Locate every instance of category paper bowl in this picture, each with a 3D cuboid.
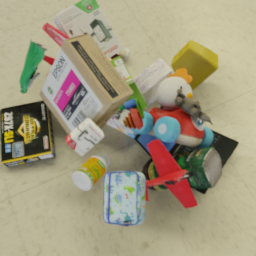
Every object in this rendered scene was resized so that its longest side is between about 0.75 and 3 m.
[{"bbox_3d":[0.783,-1.449,9.941,1.903,1.903,0.990,-42,91,-18],"label":"paper bowl"}]

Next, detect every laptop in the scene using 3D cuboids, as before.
[{"bbox_3d":[1.968,0.438,9.268,2.565,1.324,2.273,29,67,32],"label":"laptop"}]

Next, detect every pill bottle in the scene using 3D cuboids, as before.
[{"bbox_3d":[-1.127,1.346,8.964,0.709,0.709,1.277,30,41,14],"label":"pill bottle"}]

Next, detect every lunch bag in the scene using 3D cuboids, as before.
[{"bbox_3d":[-0.136,1.894,7.571,1.151,0.590,1.431,-4,77,28],"label":"lunch bag"}]

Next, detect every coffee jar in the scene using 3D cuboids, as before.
[{"bbox_3d":[1.517,1.259,8.323,1.179,2.262,0.965,-37,107,-48],"label":"coffee jar"}]

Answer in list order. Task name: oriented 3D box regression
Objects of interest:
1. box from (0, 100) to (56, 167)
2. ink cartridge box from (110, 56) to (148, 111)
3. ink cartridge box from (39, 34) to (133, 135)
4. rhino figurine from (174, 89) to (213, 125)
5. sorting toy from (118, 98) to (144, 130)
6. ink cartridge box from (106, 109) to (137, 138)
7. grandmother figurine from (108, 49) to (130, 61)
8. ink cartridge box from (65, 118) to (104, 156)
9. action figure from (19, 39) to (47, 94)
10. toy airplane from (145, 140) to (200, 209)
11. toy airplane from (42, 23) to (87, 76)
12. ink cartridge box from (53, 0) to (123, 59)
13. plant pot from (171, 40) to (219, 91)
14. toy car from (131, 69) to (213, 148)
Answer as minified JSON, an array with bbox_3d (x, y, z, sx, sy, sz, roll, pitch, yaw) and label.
[{"bbox_3d":[-3.564,0.164,9.895,1.715,0.530,2.148,-12,65,-2],"label":"box"},{"bbox_3d":[-0.356,-1.187,9.176,0.696,1.357,1.836,-34,97,-33],"label":"ink cartridge box"},{"bbox_3d":[-1.440,-1.072,8.755,1.037,2.760,2.274,-33,82,-42],"label":"ink cartridge box"},{"bbox_3d":[1.754,-0.498,7.484,1.284,0.562,0.384,40,84,12],"label":"rhino figurine"},{"bbox_3d":[0.071,-0.342,6.870,0.458,0.670,1.116,-21,23,14],"label":"sorting toy"},{"bbox_3d":[-0.338,-0.330,9.809,1.657,0.954,0.562,28,74,22],"label":"ink cartridge box"},{"bbox_3d":[-0.660,-2.695,11.305,1.709,0.518,1.037,-30,77,-11],"label":"grandmother figurine"},{"bbox_3d":[-1.220,0.263,7.902,0.886,0.650,0.367,-42,29,5],"label":"ink cartridge box"},{"bbox_3d":[-3.190,-1.895,9.193,1.034,0.479,1.751,44,113,38],"label":"action figure"},{"bbox_3d":[0.880,1.441,7.787,2.351,2.351,0.432,29,42,13],"label":"toy airplane"},{"bbox_3d":[-2.046,-2.435,9.317,2.188,2.188,0.403,4,42,2],"label":"toy airplane"},{"bbox_3d":[-1.377,-3.260,9.844,1.528,0.880,2.094,-36,108,-11],"label":"ink cartridge box"},{"bbox_3d":[2.335,-2.347,10.168,1.205,1.366,1.366,40,35,-12],"label":"plant pot"},{"bbox_3d":[1.475,-0.693,8.342,1.977,2.061,2.236,17,95,47],"label":"toy car"}]
